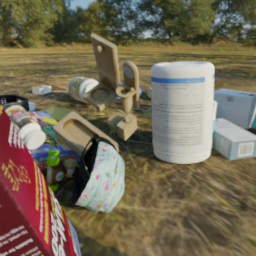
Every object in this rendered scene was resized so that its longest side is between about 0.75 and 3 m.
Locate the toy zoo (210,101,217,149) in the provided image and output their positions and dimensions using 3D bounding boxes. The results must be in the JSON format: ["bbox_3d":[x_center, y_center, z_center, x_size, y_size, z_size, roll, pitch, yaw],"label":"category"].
[{"bbox_3d":[2.064,-0.285,8.437,1.120,1.706,0.175,17,24,41],"label":"toy zoo"}]

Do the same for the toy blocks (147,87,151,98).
[{"bbox_3d":[1.958,-1.825,14.597,1.558,0.566,1.299,-7,20,-20],"label":"toy blocks"}]

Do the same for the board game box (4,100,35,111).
[{"bbox_3d":[-5.217,-0.816,11.990,1.665,0.363,1.673,8,21,23],"label":"board game box"}]

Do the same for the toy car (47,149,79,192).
[{"bbox_3d":[-1.368,0.962,6.386,0.936,0.769,0.738,3,19,-14],"label":"toy car"}]

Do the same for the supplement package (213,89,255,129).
[{"bbox_3d":[3.968,-0.754,10.564,1.515,1.180,0.840,16,25,41],"label":"supplement package"}]

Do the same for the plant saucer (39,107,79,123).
[{"bbox_3d":[-2.755,-0.439,10.872,1.263,0.306,1.263,14,22,19],"label":"plant saucer"}]

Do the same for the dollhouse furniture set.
[{"bbox_3d":[-0.776,-0.674,6.818,2.047,1.754,2.153,34,63,25],"label":"dollhouse furniture set"}]

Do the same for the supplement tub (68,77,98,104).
[{"bbox_3d":[-2.062,-1.832,13.649,1.182,1.182,1.638,-15,23,-37],"label":"supplement tub"}]

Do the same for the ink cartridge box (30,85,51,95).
[{"bbox_3d":[-4.952,-2.155,15.822,0.783,0.374,0.892,9,22,27],"label":"ink cartridge box"}]

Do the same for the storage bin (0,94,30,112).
[{"bbox_3d":[-4.769,-0.424,9.840,2.277,1.068,1.540,-19,27,-41],"label":"storage bin"}]

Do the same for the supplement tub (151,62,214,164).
[{"bbox_3d":[1.456,-0.478,7.626,1.656,2.510,1.656,-2,17,1],"label":"supplement tub"}]

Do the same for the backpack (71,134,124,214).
[{"bbox_3d":[-0.603,0.978,5.639,0.937,1.236,1.481,20,21,-11],"label":"backpack"}]

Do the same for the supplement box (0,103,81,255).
[{"bbox_3d":[-1.434,0.877,3.170,0.883,2.899,1.578,-25,25,-9],"label":"supplement box"}]

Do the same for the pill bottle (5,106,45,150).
[{"bbox_3d":[-2.496,-0.003,6.707,1.056,0.615,0.615,41,37,21],"label":"pill bottle"}]

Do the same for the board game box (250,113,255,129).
[{"bbox_3d":[5.492,-0.589,8.495,0.671,2.157,2.858,14,8,-35],"label":"board game box"}]

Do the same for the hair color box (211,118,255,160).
[{"bbox_3d":[2.964,0.283,8.514,0.955,0.585,1.929,-5,21,-14],"label":"hair color box"}]

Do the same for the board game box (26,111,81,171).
[{"bbox_3d":[-2.636,0.260,7.695,1.839,0.468,2.717,-4,27,-38],"label":"board game box"}]

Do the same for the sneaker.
[{"bbox_3d":[-0.463,-2.059,14.595,2.659,1.042,0.876,-5,18,-17],"label":"sneaker"}]
